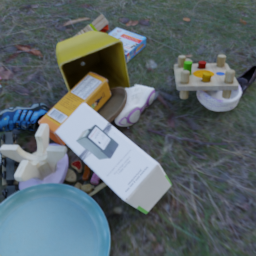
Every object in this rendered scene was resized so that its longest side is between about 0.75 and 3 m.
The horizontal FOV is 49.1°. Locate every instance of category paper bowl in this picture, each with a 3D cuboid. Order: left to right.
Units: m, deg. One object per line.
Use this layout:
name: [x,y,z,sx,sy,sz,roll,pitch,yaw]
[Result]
paper bowl: [3.324,-1.224,10.406,1.538,0.800,1.538,0,50,0]

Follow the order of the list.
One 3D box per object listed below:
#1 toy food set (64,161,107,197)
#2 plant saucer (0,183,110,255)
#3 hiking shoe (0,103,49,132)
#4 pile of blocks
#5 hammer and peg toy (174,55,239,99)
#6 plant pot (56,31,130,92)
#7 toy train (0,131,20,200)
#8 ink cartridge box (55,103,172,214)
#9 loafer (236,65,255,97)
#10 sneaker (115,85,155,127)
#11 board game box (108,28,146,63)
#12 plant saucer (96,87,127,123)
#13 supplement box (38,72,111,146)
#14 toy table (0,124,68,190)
toy food set: [-1.340,1.502,8.433,0.969,0.240,1.525,-31,48,-25]
plant saucer: [-1.932,2.746,6.826,2.984,0.409,2.984,9,46,-10]
hiking shoe: [-3.511,-0.260,9.406,2.076,0.772,0.900,-24,52,-34]
pile of blocks: [-1.897,-4.120,13.094,2.875,1.180,0.893,-46,105,-23]
hammer and peg toy: [2.847,-2.155,10.590,2.167,1.039,2.947,1,34,6]
plant pot: [-1.464,-2.298,10.334,2.238,2.239,1.974,-25,50,-13]
toy train: [-3.498,1.274,8.332,0.497,0.667,2.914,-3,50,-23]
ink cartridge box: [-0.352,0.843,7.641,2.800,2.037,1.176,39,82,30]
loafer: [4.539,-1.861,11.108,0.696,0.610,1.937,34,57,26]
sneaker: [0.061,-0.832,10.098,1.089,0.819,2.186,26,48,20]
board game box: [-0.310,-3.849,12.951,1.684,0.471,1.649,27,53,22]
plant saucer: [-0.763,-0.686,9.724,1.847,0.272,1.847,-27,35,20]
supplement box: [-1.715,-0.677,9.440,0.893,0.864,2.596,31,66,26]
toy table: [-2.564,0.994,8.085,1.930,1.230,2.100,-8,45,3]
